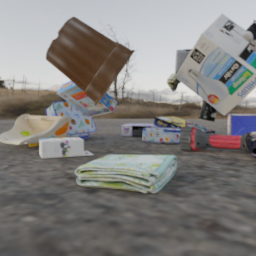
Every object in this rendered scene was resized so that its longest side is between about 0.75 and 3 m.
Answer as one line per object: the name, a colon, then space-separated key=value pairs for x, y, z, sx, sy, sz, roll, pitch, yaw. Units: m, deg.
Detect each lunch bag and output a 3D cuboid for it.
lunch bag: x=-2.810 y=-0.261 z=13.805 sx=0.961 sy=2.038 sz=2.544 roll=-33 pitch=-14 yaw=32
lunch bag: x=1.684 y=0.332 z=13.155 sx=1.572 sy=0.741 sz=1.962 roll=-1 pitch=4 yaw=-41

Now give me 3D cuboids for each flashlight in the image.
flashlight: x=3.260 y=0.439 z=9.920 sx=2.806 sy=0.954 sz=0.950 roll=2 pitch=29 yaw=21

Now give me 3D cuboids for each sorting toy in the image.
sorting toy: x=-3.983 y=0.250 z=11.546 sx=2.469 sy=1.319 sz=2.223 roll=3 pitch=12 yaw=28

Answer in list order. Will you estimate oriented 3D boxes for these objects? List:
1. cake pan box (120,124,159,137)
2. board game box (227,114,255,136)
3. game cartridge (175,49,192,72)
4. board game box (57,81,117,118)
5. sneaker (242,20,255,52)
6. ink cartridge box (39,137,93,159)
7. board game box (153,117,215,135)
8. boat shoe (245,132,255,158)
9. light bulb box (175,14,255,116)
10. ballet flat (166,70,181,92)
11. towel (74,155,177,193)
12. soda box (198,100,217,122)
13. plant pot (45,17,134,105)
cake pan box: x=1.020 y=0.111 z=16.824 sx=2.507 sy=0.712 sz=2.722 roll=-1 pitch=3 yaw=11
board game box: x=6.531 y=-0.083 z=15.116 sx=2.097 sy=1.274 sz=2.630 roll=1 pitch=4 yaw=17
game cartridge: x=3.274 y=-2.921 z=12.950 sx=2.169 sy=1.444 sz=0.450 roll=-1 pitch=32 yaw=3
board game box: x=-1.672 y=-1.214 z=11.351 sx=1.786 sy=0.510 sz=1.824 roll=40 pitch=-30 yaw=-31
sneaker: x=3.278 y=-2.306 z=7.067 sx=0.917 sy=0.522 sz=0.346 roll=28 pitch=5 yaw=-38
ink cartridge box: x=-2.060 y=0.637 z=9.340 sx=1.677 sy=0.569 sz=0.965 roll=-1 pitch=4 yaw=-22
board game box: x=2.950 y=0.001 z=14.848 sx=2.677 sy=0.463 sz=1.814 roll=24 pitch=19 yaw=40
boat shoe: x=4.727 y=0.691 z=8.560 sx=2.093 sy=0.781 sz=0.970 roll=5 pitch=25 yaw=17
light bulb box: x=2.975 y=-1.877 z=8.726 sx=1.343 sy=2.152 sz=2.133 roll=-47 pitch=-8 yaw=-27
ballet flat: x=1.848 y=-1.914 z=11.280 sx=0.575 sy=0.575 sz=1.599 roll=-1 pitch=-13 yaw=-8
towel: x=0.053 y=0.886 z=6.059 sx=1.720 sy=0.484 sz=2.010 roll=2 pitch=4 yaw=21
soda box: x=3.043 y=-1.026 z=10.270 sx=0.487 sy=1.538 sz=0.544 roll=12 pitch=4 yaw=1
plant pot: x=-1.335 y=-2.339 z=9.433 sx=2.267 sy=2.290 sz=2.290 roll=36 pitch=-2 yaw=-9
